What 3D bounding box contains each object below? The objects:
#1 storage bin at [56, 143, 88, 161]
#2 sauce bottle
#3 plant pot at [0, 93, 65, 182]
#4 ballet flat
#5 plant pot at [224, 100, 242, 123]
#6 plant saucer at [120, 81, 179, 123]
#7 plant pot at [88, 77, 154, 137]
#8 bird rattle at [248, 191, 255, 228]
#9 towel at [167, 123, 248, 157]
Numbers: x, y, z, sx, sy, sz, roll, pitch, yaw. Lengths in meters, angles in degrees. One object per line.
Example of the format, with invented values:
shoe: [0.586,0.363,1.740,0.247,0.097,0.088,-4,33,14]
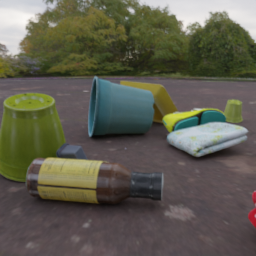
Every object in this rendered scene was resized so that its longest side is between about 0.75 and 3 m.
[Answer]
storage bin: [-1.277,0.746,6.819,0.510,0.759,0.552,-3,32,31]
sauce bottle: [-0.668,1.150,5.892,2.783,0.901,0.901,4,14,8]
plant pot: [-2.489,0.117,7.282,1.866,1.797,1.866,4,26,-2]
ballet flat: [2.625,-0.362,11.227,2.953,0.987,0.990,-9,30,-31]
plant pot: [5.070,-0.849,13.497,0.973,0.894,0.973,1,25,0]
plant saucer: [0.960,-1.031,12.911,2.520,0.610,2.519,14,-25,42]
plant pot: [-0.301,-0.730,11.032,2.266,2.314,2.314,4,13,-14]
bird rattle: [3.281,1.404,4.034,2.712,1.528,2.211,-8,32,-20]
towel: [2.573,0.302,9.265,2.079,0.501,1.780,-16,13,-16]
